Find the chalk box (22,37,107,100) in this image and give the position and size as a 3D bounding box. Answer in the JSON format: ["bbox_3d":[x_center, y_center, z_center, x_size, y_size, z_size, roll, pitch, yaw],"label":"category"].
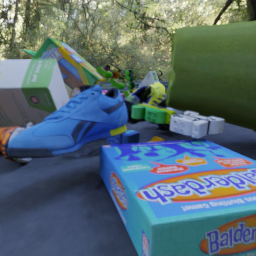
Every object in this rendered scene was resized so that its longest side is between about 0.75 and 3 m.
[{"bbox_3d":[-2.539,-2.084,10.428,2.906,1.799,1.808,41,13,-3],"label":"chalk box"}]

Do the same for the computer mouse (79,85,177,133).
[{"bbox_3d":[0.002,-0.341,6.575,2.594,0.597,1.821,22,-6,-8],"label":"computer mouse"}]

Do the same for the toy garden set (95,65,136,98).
[{"bbox_3d":[0.022,-1.653,11.322,2.482,0.495,2.069,42,12,3],"label":"toy garden set"}]

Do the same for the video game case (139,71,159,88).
[{"bbox_3d":[0.947,-1.584,11.834,0.288,1.148,1.266,-8,-17,-24],"label":"video game case"}]

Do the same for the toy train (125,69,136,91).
[{"bbox_3d":[0.143,-1.851,12.757,0.341,1.635,0.461,-16,16,-24],"label":"toy train"}]

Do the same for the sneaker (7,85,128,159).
[{"bbox_3d":[-0.805,-0.157,4.154,0.739,0.879,2.241,3,14,35],"label":"sneaker"}]

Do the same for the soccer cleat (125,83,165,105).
[{"bbox_3d":[0.756,-1.132,9.880,0.834,1.079,2.579,43,42,9],"label":"soccer cleat"}]

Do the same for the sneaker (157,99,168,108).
[{"bbox_3d":[1.962,-0.712,9.517,1.979,1.032,0.594,15,38,-40],"label":"sneaker"}]

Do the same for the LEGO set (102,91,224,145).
[{"bbox_3d":[0.131,0.101,5.237,2.839,1.083,1.165,18,22,38],"label":"LEGO set"}]

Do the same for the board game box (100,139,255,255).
[{"bbox_3d":[0.731,0.686,3.463,1.822,0.539,2.396,-3,12,-15],"label":"board game box"}]

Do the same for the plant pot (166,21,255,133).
[{"bbox_3d":[2.156,-1.111,5.857,2.596,2.734,2.734,6,12,6],"label":"plant pot"}]

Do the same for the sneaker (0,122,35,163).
[{"bbox_3d":[-2.331,0.334,5.331,0.941,0.652,1.680,-10,9,-6],"label":"sneaker"}]

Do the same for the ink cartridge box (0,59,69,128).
[{"bbox_3d":[-3.027,-0.680,6.685,2.944,1.724,0.991,0,53,3],"label":"ink cartridge box"}]

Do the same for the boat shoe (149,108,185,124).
[{"bbox_3d":[1.286,-0.233,7.718,0.673,0.662,1.867,-25,11,-42],"label":"boat shoe"}]
